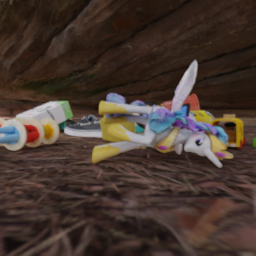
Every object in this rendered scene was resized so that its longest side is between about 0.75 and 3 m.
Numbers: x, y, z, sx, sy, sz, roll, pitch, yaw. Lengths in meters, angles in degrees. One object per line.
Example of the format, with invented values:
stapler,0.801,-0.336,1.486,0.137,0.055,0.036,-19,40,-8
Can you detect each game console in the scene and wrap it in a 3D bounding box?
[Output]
game console,1.100,-0.455,8.640,1.309,0.866,1.489,30,35,-5

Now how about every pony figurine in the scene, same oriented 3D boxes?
pony figurine,0.724,-0.120,6.116,2.655,2.211,2.563,4,36,4

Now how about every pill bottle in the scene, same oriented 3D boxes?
pill bottle,2.127,-0.066,9.792,1.917,1.074,1.074,-4,5,-44

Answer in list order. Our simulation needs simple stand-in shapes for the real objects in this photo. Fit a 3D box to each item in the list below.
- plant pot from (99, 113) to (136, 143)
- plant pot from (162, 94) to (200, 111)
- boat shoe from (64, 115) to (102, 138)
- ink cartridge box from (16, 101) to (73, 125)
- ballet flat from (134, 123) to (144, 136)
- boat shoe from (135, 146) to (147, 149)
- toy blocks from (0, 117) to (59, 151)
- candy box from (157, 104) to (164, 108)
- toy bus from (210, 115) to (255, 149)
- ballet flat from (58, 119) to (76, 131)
plant pot,-0.389,-0.031,9.638,1.129,1.103,1.096,-7,4,-5
plant pot,3.543,-1.038,19.180,2.220,2.282,2.282,-8,3,1
boat shoe,-1.612,-0.093,11.726,2.643,0.896,0.948,2,4,36
ink cartridge box,-4.109,-0.550,13.828,1.561,0.902,2.146,2,24,40
ballet flat,0.285,0.129,11.701,0.601,0.711,1.881,35,-16,-37
boat shoe,0.213,0.435,7.888,0.257,0.284,0.797,-1,5,-30
toy blocks,-3.389,0.153,7.895,1.943,0.846,2.331,2,4,18
candy box,1.758,-0.615,13.920,0.313,1.108,0.646,-42,-14,36
toy bus,2.981,0.082,8.312,1.719,0.941,1.822,-1,4,-18
ballet flat,-3.385,-0.189,15.184,0.869,0.864,2.541,9,8,-30
